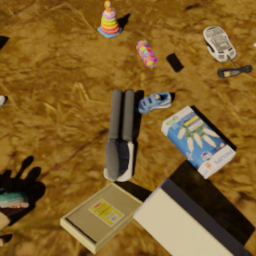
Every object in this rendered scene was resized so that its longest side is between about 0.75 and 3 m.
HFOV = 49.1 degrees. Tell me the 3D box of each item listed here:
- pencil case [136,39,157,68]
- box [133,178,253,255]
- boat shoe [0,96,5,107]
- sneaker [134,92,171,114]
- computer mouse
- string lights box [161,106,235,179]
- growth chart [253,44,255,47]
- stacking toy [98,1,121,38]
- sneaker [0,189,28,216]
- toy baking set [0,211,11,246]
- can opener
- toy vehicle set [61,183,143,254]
[{"bbox_3d":[0.531,-2.072,7.792,0.392,0.392,0.886,-13,55,-8],"label":"pencil case"},{"bbox_3d":[1.445,2.421,6.261,2.572,0.879,1.057,43,110,11],"label":"box"},{"bbox_3d":[-4.456,-0.757,9.274,0.335,0.298,0.911,26,63,14],"label":"boat shoe"},{"bbox_3d":[0.794,-0.864,9.199,1.326,0.545,0.490,-16,62,-7],"label":"sneaker"},{"bbox_3d":[3.522,-2.807,10.408,1.257,0.503,2.292,-18,67,-5],"label":"computer mouse"},{"bbox_3d":[2.048,0.407,8.403,1.038,0.595,2.020,-32,64,-18],"label":"string lights box"},{"bbox_3d":[5.966,-2.763,10.545,1.486,0.182,2.054,-29,64,-17],"label":"growth chart"},{"bbox_3d":[-0.720,-4.228,10.702,0.799,1.377,0.756,-40,67,-21],"label":"stacking toy"},{"bbox_3d":[-3.979,1.843,7.363,2.632,0.939,1.051,-8,62,-5],"label":"sneaker"},{"bbox_3d":[-4.337,2.282,6.692,2.790,2.141,0.325,-16,16,-10],"label":"toy baking set"},{"bbox_3d":[-0.217,0.096,8.301,0.800,1.002,2.998,4,68,0],"label":"can opener"},{"bbox_3d":[-0.582,2.110,6.872,1.118,0.239,1.800,28,36,30],"label":"toy vehicle set"}]
